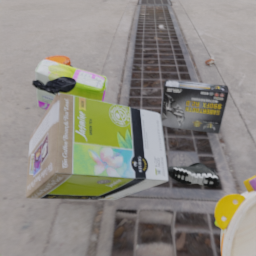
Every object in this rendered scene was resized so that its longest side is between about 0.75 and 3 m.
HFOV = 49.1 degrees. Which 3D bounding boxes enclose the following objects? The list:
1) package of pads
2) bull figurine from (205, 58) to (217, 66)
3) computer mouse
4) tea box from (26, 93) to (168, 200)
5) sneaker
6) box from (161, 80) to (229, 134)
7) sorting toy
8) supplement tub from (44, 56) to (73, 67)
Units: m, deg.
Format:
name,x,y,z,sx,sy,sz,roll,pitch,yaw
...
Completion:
name,x,y,z,sx,sy,sz,roll,pitch,yaw
package of pads,-1.765,-1.092,8.654,2.115,1.634,0.721,15,49,-2
bull figurine,4.830,-3.858,16.297,0.532,0.285,0.876,30,46,35
computer mouse,-1.479,-0.861,5.901,0.666,0.253,0.961,24,28,21
tea box,-0.779,0.603,5.963,2.249,2.286,1.528,9,64,-30
sneaker,2.063,1.427,8.952,1.636,0.544,0.740,10,34,7
box,2.484,-0.813,10.842,2.354,1.864,0.569,8,36,10
sorting toy,2.365,1.278,4.544,2.613,2.352,1.396,-32,79,8
supplement tub,-2.861,-1.769,11.785,1.392,2.273,1.392,0,35,0
